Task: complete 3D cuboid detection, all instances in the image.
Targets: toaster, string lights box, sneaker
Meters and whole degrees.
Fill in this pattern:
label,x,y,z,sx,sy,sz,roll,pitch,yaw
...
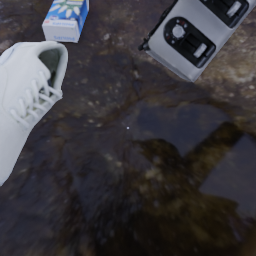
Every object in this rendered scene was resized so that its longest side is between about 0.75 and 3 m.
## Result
label,x,y,z,sx,sy,sz,roll,pitch,yaw
toaster,1.232,-1.990,5.518,1.221,2.058,1.861,37,101,-9
string lights box,-2.132,-3.923,9.845,1.097,0.630,2.136,4,53,3
sneaker,-1.161,-0.344,3.025,0.769,0.793,2.172,-14,46,16
